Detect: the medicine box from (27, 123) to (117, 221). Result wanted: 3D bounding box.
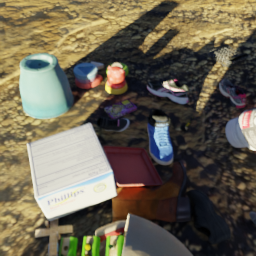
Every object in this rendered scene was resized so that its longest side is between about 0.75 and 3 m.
[{"bbox_3d":[-1.959,1.396,9.624,2.393,1.352,2.627,-19,43,-12],"label":"medicine box"}]

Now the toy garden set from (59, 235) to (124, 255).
[{"bbox_3d":[-0.797,3.918,7.192,2.674,0.534,2.229,-10,54,17],"label":"toy garden set"}]

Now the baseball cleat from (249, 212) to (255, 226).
[{"bbox_3d":[4.141,3.062,8.823,0.502,0.329,0.944,-6,40,-37],"label":"baseball cleat"}]

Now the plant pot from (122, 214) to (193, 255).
[{"bbox_3d":[0.641,3.674,6.562,1.906,2.838,2.838,12,45,3],"label":"plant pot"}]

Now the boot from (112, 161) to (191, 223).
[{"bbox_3d":[0.768,2.174,9.716,2.573,0.881,2.423,-3,49,9],"label":"boot"}]

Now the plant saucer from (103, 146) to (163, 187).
[{"bbox_3d":[0.101,1.444,10.174,1.853,0.341,1.856,5,37,-30],"label":"plant saucer"}]

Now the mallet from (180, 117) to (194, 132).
[{"bbox_3d":[2.629,-0.207,12.438,0.350,0.219,1.064,16,41,21],"label":"mallet"}]

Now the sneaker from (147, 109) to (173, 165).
[{"bbox_3d":[1.270,0.234,11.119,0.913,1.323,2.378,-3,44,-4],"label":"sneaker"}]

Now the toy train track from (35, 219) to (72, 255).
[{"bbox_3d":[-2.279,3.472,8.462,1.151,0.327,2.007,-6,45,-6],"label":"toy train track"}]

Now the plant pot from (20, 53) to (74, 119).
[{"bbox_3d":[-3.870,-2.046,12.833,2.418,2.272,2.418,0,44,0],"label":"plant pot"}]

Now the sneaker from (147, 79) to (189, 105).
[{"bbox_3d":[1.996,-1.927,13.440,2.226,0.961,0.894,24,23,27],"label":"sneaker"}]

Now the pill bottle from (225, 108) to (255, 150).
[{"bbox_3d":[5.123,-0.041,10.255,1.625,2.936,1.625,7,75,-28],"label":"pill bottle"}]

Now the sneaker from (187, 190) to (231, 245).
[{"bbox_3d":[2.382,2.794,8.930,0.873,0.731,1.924,-22,45,-12],"label":"sneaker"}]

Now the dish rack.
[{"bbox_3d":[5.768,-4.253,16.406,1.538,0.547,2.005,-22,47,-22],"label":"dish rack"}]

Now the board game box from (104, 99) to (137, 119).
[{"bbox_3d":[-0.358,-0.886,13.134,1.332,0.215,0.799,-23,44,-22],"label":"board game box"}]

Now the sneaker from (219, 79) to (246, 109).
[{"bbox_3d":[5.168,-1.811,13.674,0.798,0.739,1.979,-14,44,-9],"label":"sneaker"}]

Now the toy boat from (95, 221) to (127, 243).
[{"bbox_3d":[-0.379,3.292,8.480,1.170,0.763,0.765,-17,77,-14],"label":"toy boat"}]

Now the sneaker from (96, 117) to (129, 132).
[{"bbox_3d":[-0.699,-0.171,11.567,1.498,0.743,0.529,-6,72,39],"label":"sneaker"}]

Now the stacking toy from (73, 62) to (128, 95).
[{"bbox_3d":[-1.300,-3.113,14.712,2.879,1.216,2.606,9,45,9],"label":"stacking toy"}]
